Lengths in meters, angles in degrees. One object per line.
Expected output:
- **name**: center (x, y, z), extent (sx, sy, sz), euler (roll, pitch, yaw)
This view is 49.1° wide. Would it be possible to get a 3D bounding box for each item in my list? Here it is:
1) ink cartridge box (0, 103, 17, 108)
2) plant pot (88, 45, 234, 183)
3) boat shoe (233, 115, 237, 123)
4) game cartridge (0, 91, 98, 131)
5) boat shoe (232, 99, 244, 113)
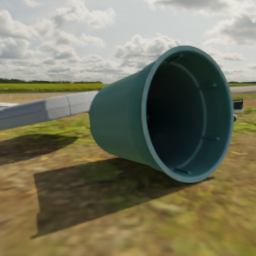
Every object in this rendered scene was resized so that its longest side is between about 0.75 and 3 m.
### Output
- **ink cartridge box**: center (-5.023, -0.660, 11.347), extent (1.499, 0.632, 1.095), euler (3, 9, 20)
- **plant pot**: center (0.388, -0.170, 4.697), extent (1.926, 1.926, 1.886), euler (-6, 2, -36)
- **boat shoe**: center (3.163, -0.243, 9.626), extent (1.133, 0.389, 0.321), euler (-5, 14, 9)
- **game cartridge**: center (-1.767, -0.477, 6.839), extent (1.865, 0.573, 2.801), euler (-5, 9, 18)
- **boat shoe**: center (4.628, -1.156, 14.280), extent (2.424, 0.731, 0.916), euler (-1, 9, -4)
